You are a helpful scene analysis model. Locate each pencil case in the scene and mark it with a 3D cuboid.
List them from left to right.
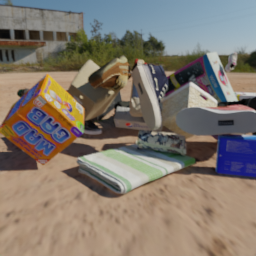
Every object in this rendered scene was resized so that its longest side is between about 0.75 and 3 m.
[{"bbox_3d":[1.047,0.459,8.623,1.576,0.613,0.705,8,39,18],"label":"pencil case"}]

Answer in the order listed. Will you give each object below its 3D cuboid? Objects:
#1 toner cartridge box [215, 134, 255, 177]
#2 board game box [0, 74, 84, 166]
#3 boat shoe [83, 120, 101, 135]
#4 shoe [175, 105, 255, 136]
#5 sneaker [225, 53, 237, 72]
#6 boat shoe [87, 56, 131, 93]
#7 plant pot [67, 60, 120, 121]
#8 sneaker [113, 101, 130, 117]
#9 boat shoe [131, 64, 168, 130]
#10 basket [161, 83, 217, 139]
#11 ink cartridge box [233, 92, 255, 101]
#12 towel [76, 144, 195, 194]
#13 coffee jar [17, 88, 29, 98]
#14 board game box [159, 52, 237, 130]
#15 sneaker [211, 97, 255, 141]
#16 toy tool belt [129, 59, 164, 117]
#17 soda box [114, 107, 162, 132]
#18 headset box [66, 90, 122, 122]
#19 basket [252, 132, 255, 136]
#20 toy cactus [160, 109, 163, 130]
[{"bbox_3d":[3.641,0.792,7.730,2.277,1.081,0.491,5,15,15],"label":"toner cartridge box"},{"bbox_3d":[-2.449,-0.271,8.267,1.623,1.622,1.624,-37,27,13],"label":"board game box"},{"bbox_3d":[-1.736,-0.133,12.072,0.597,0.565,1.707,-11,19,-35],"label":"boat shoe"},{"bbox_3d":[2.601,-0.233,8.121,2.306,0.824,1.049,2,9,22],"label":"shoe"},{"bbox_3d":[3.970,-2.483,10.616,0.309,0.759,0.335,15,7,-15],"label":"sneaker"},{"bbox_3d":[-0.454,-1.838,9.949,1.057,1.032,2.795,-27,12,27],"label":"boat shoe"},{"bbox_3d":[-1.578,-1.284,10.995,1.707,1.705,1.511,39,42,-2],"label":"plant pot"},{"bbox_3d":[-0.070,-0.987,13.650,1.132,0.947,2.494,21,22,1],"label":"sneaker"},{"bbox_3d":[0.906,-1.072,8.966,1.043,2.250,0.840,-9,-14,-24],"label":"boat shoe"},{"bbox_3d":[2.024,-0.523,9.319,1.368,1.110,1.380,29,-38,-26],"label":"basket"},{"bbox_3d":[5.199,-0.853,12.962,2.043,1.479,0.858,5,16,19],"label":"ink cartridge box"},{"bbox_3d":[0.252,1.075,8.173,2.914,0.447,2.174,-10,20,-40],"label":"towel"},{"bbox_3d":[-4.641,-1.542,12.621,0.465,0.381,0.893,33,-19,-35],"label":"coffee jar"},{"bbox_3d":[2.650,-1.458,11.680,2.978,2.197,0.957,-25,-4,43],"label":"board game box"},{"bbox_3d":[3.459,-0.416,9.234,1.269,2.897,1.097,35,57,1],"label":"sneaker"},{"bbox_3d":[0.819,-1.458,10.849,1.382,2.248,1.404,5,18,-4],"label":"toy tool belt"},{"bbox_3d":[0.452,-0.355,11.902,2.019,0.640,0.689,8,59,13],"label":"soda box"},{"bbox_3d":[-1.905,-1.496,14.669,2.628,1.219,2.288,8,35,31],"label":"headset box"},{"bbox_3d":[5.577,0.061,10.037,1.950,1.326,1.758,-3,44,12],"label":"basket"},{"bbox_3d":[1.189,-0.362,12.541,1.419,0.726,1.171,-22,43,-20],"label":"toy cactus"}]
